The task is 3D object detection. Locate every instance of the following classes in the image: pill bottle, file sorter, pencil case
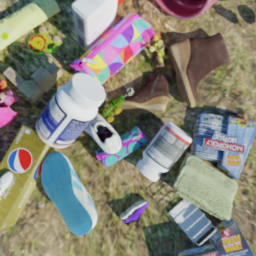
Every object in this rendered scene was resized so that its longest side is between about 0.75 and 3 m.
[{"bbox_3d":[1.068,0.739,8.646,0.991,0.991,1.711,38,101,7],"label":"pill bottle"},{"bbox_3d":[1.980,2.835,8.544,0.829,0.744,1.194,-39,82,-6],"label":"file sorter"},{"bbox_3d":[-0.208,0.598,8.947,1.669,0.771,0.710,-31,81,-5],"label":"pencil case"},{"bbox_3d":[-1.647,-0.465,8.004,1.255,1.255,2.170,53,126,9],"label":"pill bottle"},{"bbox_3d":[-0.500,-2.531,9.261,1.292,1.292,2.924,44,80,7],"label":"pencil case"}]

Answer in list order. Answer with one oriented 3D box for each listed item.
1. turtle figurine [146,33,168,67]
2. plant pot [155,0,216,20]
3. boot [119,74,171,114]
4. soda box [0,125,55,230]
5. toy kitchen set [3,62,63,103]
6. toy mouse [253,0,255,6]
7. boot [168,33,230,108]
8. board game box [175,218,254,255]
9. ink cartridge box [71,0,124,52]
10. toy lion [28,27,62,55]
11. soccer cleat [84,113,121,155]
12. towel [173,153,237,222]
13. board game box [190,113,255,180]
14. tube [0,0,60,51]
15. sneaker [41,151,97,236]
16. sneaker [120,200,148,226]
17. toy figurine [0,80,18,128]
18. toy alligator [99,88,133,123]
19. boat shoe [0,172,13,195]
[{"bbox_3d":[1.067,-2.677,9.466,0.432,1.342,1.082,-9,117,25],"label":"turtle figurine"},{"bbox_3d":[2.326,-5.390,9.307,2.659,2.659,2.380,45,67,8],"label":"plant pot"},{"bbox_3d":[0.563,-1.192,9.486,1.683,0.609,1.400,6,63,10],"label":"boot"},{"bbox_3d":[-3.411,1.513,8.676,1.011,0.955,2.984,25,81,6],"label":"soda box"},{"bbox_3d":[-3.184,-1.872,9.208,1.282,1.159,1.421,42,82,7],"label":"toy kitchen set"},{"bbox_3d":[4.533,-3.929,9.311,0.334,1.534,1.726,-17,72,23],"label":"toy mouse"},{"bbox_3d":[2.565,-1.991,9.400,1.945,0.846,2.339,-14,83,-6],"label":"boot"},{"bbox_3d":[2.736,4.119,8.261,2.609,0.805,2.607,-12,79,-2],"label":"board game box"},{"bbox_3d":[-0.489,-3.972,8.984,2.920,2.373,0.833,-41,88,-10],"label":"ink cartridge box"},{"bbox_3d":[-2.987,-2.970,9.867,0.984,0.338,0.943,33,90,5],"label":"toy lion"},{"bbox_3d":[-0.987,-0.107,8.675,0.775,0.958,2.220,-39,58,-15],"label":"soccer cleat"},{"bbox_3d":[2.392,1.791,8.527,2.015,0.368,1.495,33,55,-4],"label":"towel"},{"bbox_3d":[3.068,0.609,9.029,1.935,0.597,1.934,11,79,2],"label":"board game box"},{"bbox_3d":[-3.720,-3.724,9.836,2.734,0.710,0.793,-32,40,-2],"label":"tube"},{"bbox_3d":[-1.792,1.944,8.527,0.989,1.044,2.586,-27,81,2],"label":"sneaker"},{"bbox_3d":[0.262,2.690,8.795,1.012,0.352,0.503,-31,101,-15],"label":"sneaker"},{"bbox_3d":[-4.551,-1.017,9.120,2.153,1.756,2.340,39,57,-7],"label":"toy figurine"},{"bbox_3d":[-0.459,-0.740,9.041,1.578,0.379,0.523,-47,67,22],"label":"toy alligator"},{"bbox_3d":[-3.639,1.654,8.016,0.322,0.286,0.875,28,81,6],"label":"boat shoe"}]
